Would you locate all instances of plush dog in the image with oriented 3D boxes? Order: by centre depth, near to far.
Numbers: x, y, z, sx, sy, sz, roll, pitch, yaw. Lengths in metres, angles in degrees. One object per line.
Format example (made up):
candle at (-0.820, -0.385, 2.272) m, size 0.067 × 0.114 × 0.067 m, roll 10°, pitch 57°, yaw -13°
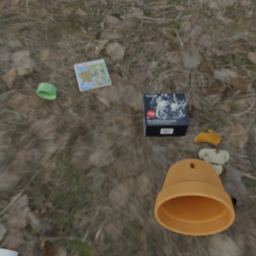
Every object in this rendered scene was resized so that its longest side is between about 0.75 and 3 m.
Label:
plush dog at (2.991, 1.210, 9.661) m, size 1.072 × 0.860 × 0.921 m, roll 6°, pitch 84°, yaw 5°

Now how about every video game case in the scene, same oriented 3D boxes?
video game case at (-1.546, -2.292, 12.094) m, size 1.353 × 0.164 × 1.486 m, roll -14°, pitch 60°, yaw -8°

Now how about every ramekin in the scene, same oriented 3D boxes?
ramekin at (-3.231, -1.478, 11.186) m, size 0.772 × 0.772 × 0.377 m, roll 7°, pitch 71°, yaw 4°

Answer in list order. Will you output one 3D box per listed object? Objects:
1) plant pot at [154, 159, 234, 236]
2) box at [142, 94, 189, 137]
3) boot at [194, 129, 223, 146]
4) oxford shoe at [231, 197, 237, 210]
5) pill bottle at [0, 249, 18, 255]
plant pot at (1.947, 2.003, 8.440) m, size 2.204 × 2.204 × 1.543 m, roll 7°, pitch 43°, yaw 4°
box at (1.366, -0.488, 10.586) m, size 1.601 × 0.833 × 1.458 m, roll -1°, pitch 57°, yaw -1°
boot at (2.967, 0.438, 10.274) m, size 0.952 × 0.335 × 0.681 m, roll -26°, pitch 50°, yaw -24°
oxford shoe at (3.264, 2.599, 8.970) m, size 0.308 × 0.358 × 0.849 m, roll 19°, pitch 62°, yaw 14°
pill bottle at (-3.576, 4.139, 7.791) m, size 0.754 × 0.754 × 1.336 m, roll 7°, pitch 59°, yaw 4°
